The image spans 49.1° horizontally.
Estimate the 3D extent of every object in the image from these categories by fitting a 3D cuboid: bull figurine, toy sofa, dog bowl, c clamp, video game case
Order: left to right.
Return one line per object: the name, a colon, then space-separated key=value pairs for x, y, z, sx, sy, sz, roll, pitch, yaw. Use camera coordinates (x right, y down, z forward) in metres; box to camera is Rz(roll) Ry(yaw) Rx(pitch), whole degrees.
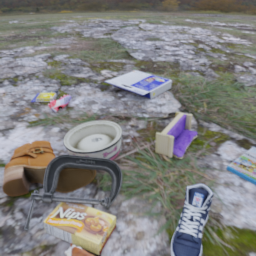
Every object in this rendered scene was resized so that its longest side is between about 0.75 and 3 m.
c clamp: x=-1.444 y=1.785 z=8.016 sx=2.608 sy=0.353 sz=2.228 roll=1 pitch=55 yaw=-8
bull figurine: x=-1.084 y=3.189 z=6.589 sx=1.188 sy=0.387 sz=0.721 roll=10 pitch=35 yaw=21
dog bowl: x=-1.252 y=0.598 z=10.476 sx=2.199 sy=0.811 sz=2.199 roll=-6 pitch=29 yaw=3
toy sofa: x=2.009 y=0.244 z=11.191 sx=1.080 sy=0.916 sz=2.213 roll=15 pitch=33 yaw=26
video game case: x=4.617 y=1.361 z=9.992 sx=1.886 sy=0.168 sz=1.350 roll=-23 pitch=38 yaw=-35

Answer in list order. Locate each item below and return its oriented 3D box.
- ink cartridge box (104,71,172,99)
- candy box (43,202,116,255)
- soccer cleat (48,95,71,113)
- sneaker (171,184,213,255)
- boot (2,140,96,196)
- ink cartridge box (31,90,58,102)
ink cartridge box: x=0.580 y=-2.461 z=16.237 sx=2.836 sy=0.674 sz=2.870 roll=24 pitch=39 yaw=33
candy box: x=-1.278 y=2.595 z=7.522 sx=1.685 sy=0.466 sz=0.973 roll=13 pitch=32 yaw=21
soccer cleat: x=-3.390 y=-1.223 z=14.290 sx=0.616 sy=0.537 sz=1.610 roll=50 pitch=32 yaw=3
sneaker: x=1.654 y=2.360 z=7.187 sx=0.778 sy=1.205 sz=2.221 roll=13 pitch=32 yaw=21
boot: x=-2.652 y=1.138 z=9.513 sx=2.945 sy=1.085 sz=2.278 roll=-4 pitch=27 yaw=-11
ink cartridge box: x=-4.571 y=-1.755 z=15.341 sx=1.222 sy=0.287 sz=1.208 roll=2 pitch=30 yaw=0
